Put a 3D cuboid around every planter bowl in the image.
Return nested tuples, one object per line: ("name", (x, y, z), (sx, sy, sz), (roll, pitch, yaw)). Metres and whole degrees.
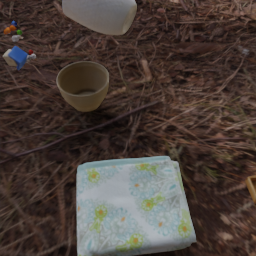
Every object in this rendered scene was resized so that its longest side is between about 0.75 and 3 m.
("planter bowl", (-1.354, -1.182, 8.767), (1.561, 1.051, 1.561), (0, 52, 0))

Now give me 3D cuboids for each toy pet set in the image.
("toy pet set", (-2.682, -1.997, 7.025), (0.519, 0.977, 0.912), (10, 56, 25))

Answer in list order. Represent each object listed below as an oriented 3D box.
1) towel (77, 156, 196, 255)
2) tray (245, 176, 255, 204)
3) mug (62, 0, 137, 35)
("towel", (0.102, 1.791, 6.668), (2.633, 0.634, 2.254), (-5, 51, -4))
("tray", (3.761, 1.520, 7.137), (1.325, 0.245, 0.653), (-6, 52, -4))
("mug", (-0.623, -3.860, 8.409), (1.828, 1.540, 2.085), (29, 72, 3))
